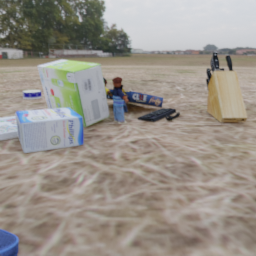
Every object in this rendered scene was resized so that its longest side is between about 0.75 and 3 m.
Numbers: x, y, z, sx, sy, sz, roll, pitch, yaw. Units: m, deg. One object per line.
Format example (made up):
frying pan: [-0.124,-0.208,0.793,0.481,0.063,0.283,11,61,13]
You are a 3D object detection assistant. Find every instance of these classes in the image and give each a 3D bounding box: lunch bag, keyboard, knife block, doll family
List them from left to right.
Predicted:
lunch bag: [-1.706,1.391,2.186,1.729,1.144,1.174,8,2,32]
doll family: [-0.670,-1.163,10.452,1.099,1.619,2.800,-12,20,-41]
keyboard: [1.352,-0.522,10.846,1.282,0.208,2.017,9,19,31]
knife block: [3.676,-1.650,10.694,0.890,2.441,2.781,-1,15,1]

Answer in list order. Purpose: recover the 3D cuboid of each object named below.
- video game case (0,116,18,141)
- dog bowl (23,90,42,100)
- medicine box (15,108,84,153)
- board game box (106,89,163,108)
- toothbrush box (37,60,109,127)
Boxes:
video game case: [-3.863,-0.021,8.890,2.179,0.258,1.983,-11,19,-36]
dog bowl: [-5.162,-1.786,15.068,0.962,0.379,0.962,0,16,0]
medicine box: [-2.197,0.003,7.766,1.579,0.813,1.438,-8,18,-25]
board game box: [-0.005,-1.349,12.362,1.791,0.458,2.644,6,6,-39]
toothbrush box: [-2.014,-1.336,10.129,1.136,1.922,2.639,-25,30,-34]
